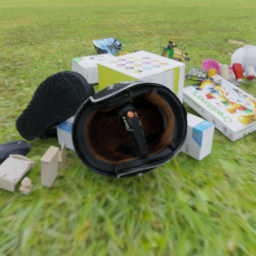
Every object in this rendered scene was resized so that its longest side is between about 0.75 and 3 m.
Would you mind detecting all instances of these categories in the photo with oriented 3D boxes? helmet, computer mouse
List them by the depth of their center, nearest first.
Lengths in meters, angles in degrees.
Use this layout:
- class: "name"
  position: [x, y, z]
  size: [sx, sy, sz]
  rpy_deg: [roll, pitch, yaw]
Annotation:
- class: "helmet"
  position: [-0.029, 0.038, 6.569]
  size: [2.415, 2.415, 2.303]
  rpy_deg: [-18, 1, -28]
- class: "computer mouse"
  position: [-2.757, 0.369, 7.906]
  size: [0.634, 0.368, 2.161]
  rpy_deg: [22, 37, 34]

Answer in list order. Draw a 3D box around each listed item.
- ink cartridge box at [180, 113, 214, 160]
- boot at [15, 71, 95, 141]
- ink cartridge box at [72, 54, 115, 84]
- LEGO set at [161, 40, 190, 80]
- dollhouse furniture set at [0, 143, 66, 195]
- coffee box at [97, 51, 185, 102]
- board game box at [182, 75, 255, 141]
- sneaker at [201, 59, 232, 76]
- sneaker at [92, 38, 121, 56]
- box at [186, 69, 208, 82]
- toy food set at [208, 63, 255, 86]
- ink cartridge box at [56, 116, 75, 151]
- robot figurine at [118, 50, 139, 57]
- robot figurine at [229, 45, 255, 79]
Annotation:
- class: "ink cartridge box"
  position: [1.508, 0.085, 7.790]
  size: [0.542, 0.941, 1.625]
  rpy_deg: [-28, 40, -34]
- class: "boot"
  position: [-1.674, -0.923, 8.102]
  size: [2.893, 1.105, 2.431]
  rpy_deg: [-35, 7, 35]
- class: "ink cartridge box"
  position: [-1.337, -2.625, 12.366]
  size: [1.910, 0.803, 1.394]
  rpy_deg: [-16, 35, -28]
- class: "LEGO set"
  position: [1.859, -2.114, 10.704]
  size: [1.244, 2.147, 1.651]
  rpy_deg: [9, 17, -15]
- class: "dollhouse furniture set"
  position: [-2.498, 0.704, 6.642]
  size: [1.665, 0.813, 1.420]
  rpy_deg: [14, 32, 5]
- class: "coffee box"
  position: [0.375, -1.106, 8.820]
  size: [1.932, 1.954, 1.951]
  rpy_deg: [-23, 36, -33]
- class: "board game box"
  position: [3.133, -0.755, 9.143]
  size: [1.626, 0.446, 2.575]
  rpy_deg: [-24, 45, -18]
- class: "sneaker"
  position: [4.023, -2.607, 12.625]
  size: [1.496, 0.608, 0.660]
  rpy_deg: [26, 5, 15]
- class: "sneaker"
  position: [-0.994, -4.163, 14.241]
  size: [1.264, 1.101, 2.810]
  rpy_deg: [-20, 23, 10]
- class: "box"
  position: [3.184, -2.414, 12.765]
  size: [0.817, 0.226, 1.020]
  rpy_deg: [15, 33, 23]
- class: "toy food set"
  position: [4.388, -1.994, 11.478]
  size: [2.045, 0.976, 0.920]
  rpy_deg: [6, 68, -14]
- class: "ink cartridge box"
  position: [-1.115, 0.022, 8.185]
  size: [1.130, 0.662, 1.563]
  rpy_deg: [18, 35, 27]
- class: "robot figurine"
  position: [0.217, -2.632, 12.088]
  size: [0.581, 1.446, 1.995]
  rpy_deg: [-19, 26, -16]
- class: "robot figurine"
  position: [5.691, -3.049, 12.892]
  size: [2.070, 1.169, 1.756]
  rpy_deg: [5, 65, 9]
